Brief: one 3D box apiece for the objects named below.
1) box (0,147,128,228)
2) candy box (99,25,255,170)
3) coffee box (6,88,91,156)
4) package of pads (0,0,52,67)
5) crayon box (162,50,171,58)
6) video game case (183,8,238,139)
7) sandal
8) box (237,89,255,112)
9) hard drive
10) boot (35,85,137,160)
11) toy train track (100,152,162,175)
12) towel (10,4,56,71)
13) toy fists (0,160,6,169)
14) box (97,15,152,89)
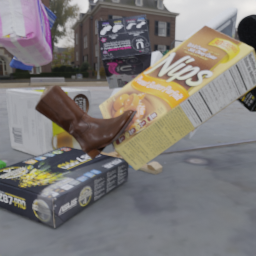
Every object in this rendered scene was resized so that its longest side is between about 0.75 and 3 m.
[{"bbox_3d":[-1.521,1.141,6.334,2.107,0.642,2.614,10,15,29],"label":"box"},{"bbox_3d":[0.783,-0.591,4.964,2.568,0.710,1.482,-37,36,8],"label":"candy box"},{"bbox_3d":[-2.664,-0.303,9.715,2.070,2.067,2.047,9,15,37],"label":"coffee box"},{"bbox_3d":[-2.569,-2.558,6.929,0.989,1.575,2.614,-5,1,-7],"label":"package of pads"},{"bbox_3d":[1.719,-2.087,11.304,1.111,1.767,0.456,-43,24,2],"label":"crayon box"},{"bbox_3d":[2.047,-1.405,7.013,0.316,2.460,2.706,19,42,30],"label":"video game case"},{"bbox_3d":[3.933,-1.776,7.880,0.662,2.937,1.103,-20,3,-24],"label":"sandal"},{"bbox_3d":[4.104,-1.894,9.086,0.549,2.223,1.775,-2,41,-31],"label":"box"},{"bbox_3d":[0.158,-1.681,10.706,0.349,2.612,1.723,40,-24,-30],"label":"hard drive"},{"bbox_3d":[-0.715,-0.281,4.351,1.288,1.382,0.444,-42,6,30],"label":"boot"},{"bbox_3d":[-0.194,0.834,8.340,2.703,0.440,1.550,11,16,39],"label":"toy train track"},{"bbox_3d":[-3.197,-2.973,9.432,0.265,2.225,1.611,28,8,-2],"label":"towel"},{"bbox_3d":[-3.683,1.145,6.642,0.806,0.543,1.580,-1,11,32],"label":"toy fists"},{"bbox_3d":[-0.084,-2.121,8.341,1.405,1.220,2.127,-8,-15,0],"label":"box"}]
